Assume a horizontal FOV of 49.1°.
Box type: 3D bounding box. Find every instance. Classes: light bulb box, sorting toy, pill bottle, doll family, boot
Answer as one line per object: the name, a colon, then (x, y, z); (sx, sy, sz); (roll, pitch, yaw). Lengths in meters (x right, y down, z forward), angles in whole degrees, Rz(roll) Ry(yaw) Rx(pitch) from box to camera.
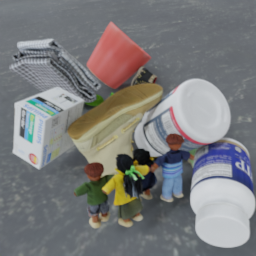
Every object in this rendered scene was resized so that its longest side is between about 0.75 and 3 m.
light bulb box: (-2.004, -0.042, 7.076); (0.935, 1.485, 1.499); (27, 32, 17)
sorting toy: (-1.522, -1.473, 11.418); (2.404, 0.828, 0.833); (21, 34, 19)
pill bottle: (2.350, 1.554, 7.053); (1.506, 1.506, 2.517); (9, 38, 11)
pill bottle: (1.323, -0.072, 7.949); (1.654, 2.766, 1.654); (8, 70, -23)
doll family: (0.248, 0.971, 5.617); (2.621, 1.515, 1.028); (-20, 24, -39)
boot: (0.645, -1.908, 11.622); (0.822, 1.092, 0.400); (37, 21, 20)
boot: (-0.037, 0.205, 7.618); (2.735, 2.126, 0.996); (-34, 36, -19)

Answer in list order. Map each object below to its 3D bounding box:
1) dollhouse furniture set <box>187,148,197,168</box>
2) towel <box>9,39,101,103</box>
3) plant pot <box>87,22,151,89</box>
dollhouse furniture set: (2.101, 0.340, 9.268); (0.994, 0.768, 1.988); (-15, 40, -18)
towel: (-2.594, -1.888, 9.998); (2.209, 2.667, 1.141); (10, 70, 37)
plant pot: (-0.517, -2.927, 11.846); (2.295, 2.030, 2.295); (40, 14, -12)
